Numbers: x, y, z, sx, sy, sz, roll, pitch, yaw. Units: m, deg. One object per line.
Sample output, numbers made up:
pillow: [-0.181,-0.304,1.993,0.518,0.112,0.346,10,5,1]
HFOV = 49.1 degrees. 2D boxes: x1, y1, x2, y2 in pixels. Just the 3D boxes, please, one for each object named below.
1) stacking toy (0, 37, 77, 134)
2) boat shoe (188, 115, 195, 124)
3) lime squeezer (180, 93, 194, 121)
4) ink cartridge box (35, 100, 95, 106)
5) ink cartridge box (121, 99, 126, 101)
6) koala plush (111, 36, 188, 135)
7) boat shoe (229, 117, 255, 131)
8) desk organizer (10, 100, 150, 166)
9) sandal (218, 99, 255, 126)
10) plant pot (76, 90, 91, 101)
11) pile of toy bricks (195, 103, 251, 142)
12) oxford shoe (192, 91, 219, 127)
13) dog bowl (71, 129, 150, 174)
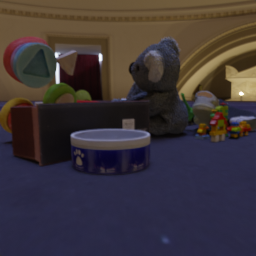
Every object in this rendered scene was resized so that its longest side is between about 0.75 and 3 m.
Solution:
stacking toy: [-1.887,-0.919,6.879,1.004,2.377,2.152,25,26,36]
boat shoe: [2.225,-0.339,10.528,1.155,0.422,0.362,-1,-17,-38]
lime squeezer: [1.754,-0.387,8.965,0.633,0.338,1.792,8,-33,-2]
ink cartridge box: [-1.983,-0.537,10.064,2.487,0.836,1.445,1,3,34]
ink cartridge box: [0.327,-1.268,16.425,1.510,0.890,2.624,0,7,-1]
koala plush: [0.792,-1.208,7.840,2.243,2.441,2.165,18,32,17]
boat shoe: [3.585,-0.194,8.656,1.237,0.455,0.413,7,18,-43]
desk organizer: [-0.858,-0.034,5.907,1.101,1.026,2.860,3,7,43]
sandal: [3.567,-0.441,10.663,1.112,0.626,2.924,-22,24,-9]
plant pot: [-3.532,-2.137,22.447,1.444,1.444,1.543,-3,21,-23]
pile of toy bricks: [2.542,-0.213,7.627,1.875,0.926,1.040,-6,9,-40]
oxford shoe: [2.468,-0.496,8.706,0.895,0.687,2.381,7,-13,22]
dog bowl: [-0.290,0.352,4.693,1.315,0.518,1.315,0,7,0]
